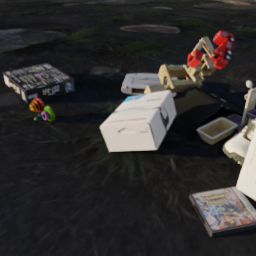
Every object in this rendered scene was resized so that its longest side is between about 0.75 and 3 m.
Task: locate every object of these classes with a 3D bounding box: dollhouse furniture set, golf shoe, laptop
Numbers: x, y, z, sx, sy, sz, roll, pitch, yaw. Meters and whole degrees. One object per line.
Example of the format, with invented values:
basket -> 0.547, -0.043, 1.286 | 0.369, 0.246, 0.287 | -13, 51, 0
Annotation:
dollhouse furniture set -> 3.497, -0.354, 8.652 | 2.311, 1.640, 1.831 | -22, 39, -30
golf shoe -> 3.379, 0.268, 7.772 | 0.920, 1.050, 2.383 | 33, 33, 22
dollhouse furniture set -> 1.861, -2.247, 10.829 | 2.246, 1.987, 1.249 | -8, 68, -20
laptop -> 2.942, -0.682, 10.706 | 2.270, 1.173, 2.012 | 13, 23, -32

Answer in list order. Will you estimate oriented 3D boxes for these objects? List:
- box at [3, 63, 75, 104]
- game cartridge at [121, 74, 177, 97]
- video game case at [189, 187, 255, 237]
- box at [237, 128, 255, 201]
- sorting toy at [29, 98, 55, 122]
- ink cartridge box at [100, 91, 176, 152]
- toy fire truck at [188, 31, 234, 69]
box -> -4.034, -2.092, 12.556 | 2.202, 0.598, 2.749 | -23, 38, -33
game cartridge -> 0.992, -1.940, 12.457 | 2.355, 0.489, 1.568 | 5, 30, 8
video game case -> 2.228, 1.874, 6.424 | 1.281, 0.163, 1.158 | -6, 32, -10
box -> 4.041, 0.428, 5.986 | 2.542, 2.556, 1.670 | -6, 25, -36
sorting toy -> -3.122, -0.556, 9.971 | 1.134, 0.681, 0.465 | 41, 47, 23
ink cartridge box -> 0.401, -0.237, 8.778 | 1.626, 0.938, 2.242 | -5, 26, 28
toy fire truck -> 2.781, -2.617, 9.340 | 1.277, 0.442, 1.811 | 25, 66, -11
